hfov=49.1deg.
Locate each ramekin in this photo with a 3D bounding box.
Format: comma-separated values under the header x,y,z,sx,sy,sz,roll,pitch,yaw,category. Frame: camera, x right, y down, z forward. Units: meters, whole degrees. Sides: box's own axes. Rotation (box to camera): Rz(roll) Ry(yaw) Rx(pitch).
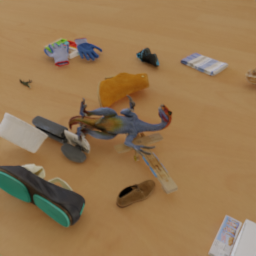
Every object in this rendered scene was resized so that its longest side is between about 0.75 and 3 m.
x,y,z,sx,sy,sz,roll,pitch,yaw,category
-3.206,0.194,8.419,1.396,1.396,0.680,22,78,24,ramekin

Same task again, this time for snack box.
x,y,z,sx,sy,sz,roll,pitch,yaw,category
2.284,2.575,6.540,0.408,0.138,1.134,23,45,26,snack box

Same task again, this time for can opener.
x,y,z,sx,sy,sz,roll,pitch,yaw,category
-2.195,0.282,8.887,2.388,0.628,0.794,25,50,27,can opener

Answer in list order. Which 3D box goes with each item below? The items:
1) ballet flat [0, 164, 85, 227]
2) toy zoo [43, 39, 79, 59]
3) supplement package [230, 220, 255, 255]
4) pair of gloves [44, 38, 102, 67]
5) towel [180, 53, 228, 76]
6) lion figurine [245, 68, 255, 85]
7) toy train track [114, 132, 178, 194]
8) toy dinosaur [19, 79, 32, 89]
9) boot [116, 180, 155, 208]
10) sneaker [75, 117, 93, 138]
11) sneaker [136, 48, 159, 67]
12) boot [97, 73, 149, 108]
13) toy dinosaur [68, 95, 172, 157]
x,y,z,sx,sy,sz,roll,pitch,yaw,category
-2.265,1.542,7.187,2.775,1.014,1.014,22,45,20,ballet flat
-3.104,-4.085,14.439,2.087,0.213,1.369,21,44,22,toy zoo
2.614,2.961,5.449,1.324,0.943,1.700,23,46,25,supplement package
-2.687,-3.759,13.803,2.724,0.310,2.190,-14,47,-18,pair of gloves
3.583,-3.044,13.200,1.380,0.224,1.879,-32,49,-33,towel
6.034,-2.328,12.010,1.500,0.888,2.449,16,28,30,lion figurine
0.574,0.930,8.283,1.558,0.442,2.717,-16,43,-20,toy train track
-4.259,-1.901,11.859,0.844,0.200,0.372,30,63,31,toy dinosaur
0.243,1.656,7.370,1.220,0.460,0.449,-24,50,-26,boot
-1.495,0.019,9.355,0.373,0.400,1.059,14,38,26,sneaker
0.940,-3.237,13.235,0.690,0.617,1.684,-23,36,-7,sneaker
-0.111,-1.551,10.758,1.843,0.906,2.574,-5,31,10,boot
-0.148,-0.305,8.592,2.699,1.562,2.974,0,14,-26,toy dinosaur
